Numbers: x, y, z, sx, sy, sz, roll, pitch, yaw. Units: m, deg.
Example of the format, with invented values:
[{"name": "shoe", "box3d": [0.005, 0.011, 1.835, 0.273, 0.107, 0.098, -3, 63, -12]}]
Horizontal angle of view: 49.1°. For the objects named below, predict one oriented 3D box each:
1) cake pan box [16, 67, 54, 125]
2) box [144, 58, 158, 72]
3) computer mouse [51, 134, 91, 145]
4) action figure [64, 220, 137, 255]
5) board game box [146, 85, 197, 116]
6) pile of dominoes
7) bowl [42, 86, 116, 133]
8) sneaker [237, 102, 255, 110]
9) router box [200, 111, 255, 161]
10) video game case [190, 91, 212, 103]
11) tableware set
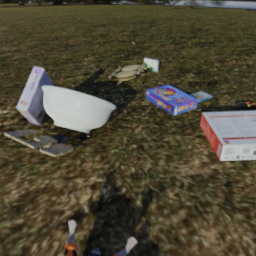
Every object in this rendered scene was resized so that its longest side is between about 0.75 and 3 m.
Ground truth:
[{"name": "cake pan box", "box3d": [-3.600, -1.253, 11.161, 0.500, 1.759, 1.910, 16, 75, 2]}, {"name": "box", "box3d": [1.436, -3.950, 17.629, 0.986, 0.712, 0.179, 20, 35, 31]}, {"name": "computer mouse", "box3d": [-2.251, 0.378, 10.789, 1.624, 0.276, 0.476, -9, 31, -15]}, {"name": "action figure", "box3d": [-0.546, 3.304, 5.351, 2.638, 1.380, 2.552, 24, 40, -4]}, {"name": "board game box", "box3d": [2.066, -1.393, 13.552, 1.432, 0.477, 2.131, -18, 35, -27]}, {"name": "pile of dominoes", "box3d": [-2.895, 0.600, 9.314, 1.689, 0.345, 2.167, 25, 4, 4]}, {"name": "bowl", "box3d": [-2.027, -0.577, 10.819, 2.917, 1.311, 2.917, 14, -3, 1]}, {"name": "sneaker", "box3d": [5.578, -1.073, 13.225, 0.932, 0.326, 0.419, 7, 24, 4]}, {"name": "router box", "box3d": [4.444, 0.219, 10.651, 2.732, 0.667, 2.452, -2, 31, -3]}, {"name": "video game case", "box3d": [3.637, -1.585, 14.262, 1.061, 0.094, 0.759, -19, 36, -29]}, {"name": "tableware set", "box3d": [0.080, -3.196, 16.577, 1.802, 0.546, 2.726, -5, 23, 15]}]
